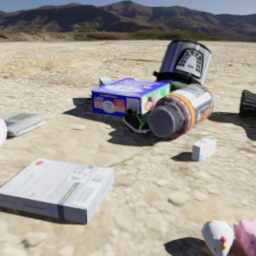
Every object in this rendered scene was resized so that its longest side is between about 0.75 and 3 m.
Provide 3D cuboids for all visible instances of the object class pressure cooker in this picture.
[{"bbox_3d":[2.580,-2.515,13.121,2.272,2.584,2.308,13,-9,44],"label":"pressure cooker"}]

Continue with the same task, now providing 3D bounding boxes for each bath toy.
[{"bbox_3d":[2.141,1.865,4.656,1.783,0.775,0.659,-1,58,-2],"label":"bath toy"}]

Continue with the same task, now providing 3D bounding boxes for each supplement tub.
[{"bbox_3d":[1.788,-0.557,9.567,1.458,1.458,2.727,16,28,34],"label":"supplement tub"}]

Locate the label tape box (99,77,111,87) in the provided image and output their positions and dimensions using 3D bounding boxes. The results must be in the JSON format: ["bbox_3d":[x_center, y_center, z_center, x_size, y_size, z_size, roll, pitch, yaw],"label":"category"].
[{"bbox_3d":[-1.010,-1.694,12.929,0.482,1.045,1.459,-6,23,-15],"label":"label tape box"}]

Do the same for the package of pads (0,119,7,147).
[{"bbox_3d":[-4.369,0.464,7.754,1.415,0.888,2.348,-1,22,-10],"label":"package of pads"}]

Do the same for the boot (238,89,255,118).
[{"bbox_3d":[5.164,-0.613,10.013,2.245,1.130,3.003,13,14,13],"label":"boot"}]

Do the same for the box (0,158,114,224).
[{"bbox_3d":[-1.533,1.311,6.267,2.044,0.421,1.594,7,22,14],"label":"box"}]

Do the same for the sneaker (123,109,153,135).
[{"bbox_3d":[0.313,-0.276,9.833,0.601,0.693,1.675,-14,25,-35],"label":"sneaker"}]

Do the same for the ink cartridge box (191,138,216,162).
[{"bbox_3d":[2.162,0.596,7.980,0.817,0.470,0.277,-19,29,-39],"label":"ink cartridge box"}]

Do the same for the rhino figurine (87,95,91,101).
[{"bbox_3d":[-1.712,-1.466,13.427,0.390,0.267,0.892,4,24,10],"label":"rhino figurine"}]

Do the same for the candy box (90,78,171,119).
[{"bbox_3d":[0.207,-1.304,11.897,2.377,1.083,2.812,12,26,29],"label":"candy box"}]

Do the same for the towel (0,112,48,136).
[{"bbox_3d":[-4.083,-0.148,10.153,1.785,0.320,1.854,6,22,22],"label":"towel"}]
